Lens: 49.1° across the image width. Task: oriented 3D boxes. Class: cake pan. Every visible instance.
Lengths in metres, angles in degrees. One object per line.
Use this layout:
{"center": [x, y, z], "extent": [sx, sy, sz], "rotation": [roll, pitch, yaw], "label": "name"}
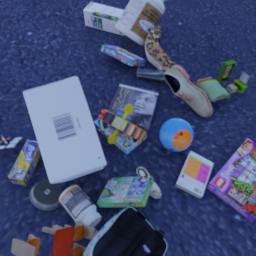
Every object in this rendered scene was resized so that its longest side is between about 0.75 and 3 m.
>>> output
{"center": [-2.572, 2.093, 8.904], "extent": [1.061, 0.195, 1.061], "rotation": [16, 41, -14], "label": "cake pan"}

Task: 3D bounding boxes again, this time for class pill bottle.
{"center": [0.764, -5.455, 13.010], "extent": [1.607, 1.607, 2.810], "rotation": [41, 107, 26], "label": "pill bottle"}
{"center": [-1.447, 2.432, 8.502], "extent": [0.756, 0.756, 1.299], "rotation": [-36, 64, -24], "label": "pill bottle"}

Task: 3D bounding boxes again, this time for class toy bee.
{"center": [-0.500, -0.165, 9.767], "extent": [2.243, 1.219, 1.468], "rotation": [7, 85, 21], "label": "toy bee"}

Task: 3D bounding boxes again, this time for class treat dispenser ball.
{"center": [1.691, 0.252, 9.818], "extent": [1.165, 1.165, 1.165], "rotation": [0, 53, 0], "label": "treat dispenser ball"}

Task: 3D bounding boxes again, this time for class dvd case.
{"center": [0.204, -0.913, 11.109], "extent": [1.692, 0.182, 2.276], "rotation": [14, 43, 6], "label": "dvd case"}

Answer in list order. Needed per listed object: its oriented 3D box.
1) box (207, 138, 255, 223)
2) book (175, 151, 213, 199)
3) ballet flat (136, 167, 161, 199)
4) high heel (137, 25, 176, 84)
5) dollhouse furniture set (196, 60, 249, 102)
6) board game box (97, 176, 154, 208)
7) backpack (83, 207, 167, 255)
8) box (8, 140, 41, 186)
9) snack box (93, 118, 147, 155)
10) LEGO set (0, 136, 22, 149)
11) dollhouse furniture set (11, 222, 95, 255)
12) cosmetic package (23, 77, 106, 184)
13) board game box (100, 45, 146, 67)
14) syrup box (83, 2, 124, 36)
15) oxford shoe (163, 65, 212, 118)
{"center": [4.029, 1.646, 9.301], "extent": [1.675, 0.478, 2.447], "rotation": [37, 61, 24], "label": "box"}
{"center": [2.264, 1.572, 9.462], "extent": [0.918, 0.330, 1.374], "rotation": [26, 56, 10], "label": "book"}
{"center": [0.609, 1.759, 9.077], "extent": [0.464, 0.393, 1.228], "rotation": [-37, 59, -2], "label": "ballet flat"}
{"center": [1.739, -3.317, 12.518], "extent": [2.088, 1.046, 2.928], "rotation": [11, 72, 17], "label": "high heel"}
{"center": [3.812, -1.901, 11.244], "extent": [1.822, 0.914, 1.193], "rotation": [-16, 49, -24], "label": "dollhouse furniture set"}
{"center": [-0.083, 1.962, 8.633], "extent": [1.589, 0.231, 1.070], "rotation": [-9, 33, 29], "label": "board game box"}
{"center": [-0.176, 3.270, 7.213], "extent": [1.724, 1.462, 1.942], "rotation": [45, 44, 6], "label": "backpack"}
{"center": [-3.483, 1.177, 9.646], "extent": [0.541, 0.496, 1.543], "rotation": [11, 53, 5], "label": "box"}
{"center": [-0.319, 0.083, 10.573], "extent": [1.821, 0.338, 1.058], "rotation": [38, 62, 25], "label": "snack box"}
{"center": [-4.429, 0.506, 10.128], "extent": [0.939, 0.230, 0.701], "rotation": [-8, 27, 11], "label": "LEGO set"}
{"center": [-1.703, 3.538, 6.925], "extent": [1.097, 2.129, 2.106], "rotation": [5, 87, 33], "label": "dollhouse furniture set"}
{"center": [-1.815, 0.227, 8.515], "extent": [1.586, 2.580, 2.572], "rotation": [-18, 82, -8], "label": "cosmetic package"}
{"center": [-0.218, -3.286, 12.719], "extent": [1.763, 0.304, 1.193], "rotation": [33, 26, 24], "label": "board game box"}
{"center": [-1.081, -5.652, 14.515], "extent": [2.315, 0.911, 0.943], "rotation": [19, 55, 14], "label": "syrup box"}
{"center": [2.268, -1.295, 10.954], "extent": [0.911, 0.873, 2.468], "rotation": [-33, 80, -39], "label": "oxford shoe"}
